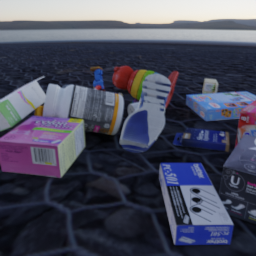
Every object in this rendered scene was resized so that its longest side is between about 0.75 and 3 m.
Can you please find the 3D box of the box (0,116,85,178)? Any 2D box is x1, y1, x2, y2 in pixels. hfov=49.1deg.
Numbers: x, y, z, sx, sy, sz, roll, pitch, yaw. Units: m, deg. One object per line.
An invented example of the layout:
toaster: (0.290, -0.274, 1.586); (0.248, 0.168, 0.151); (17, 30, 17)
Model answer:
box: (-2.339, 0.450, 7.942); (1.693, 0.931, 1.925); (4, 22, 11)

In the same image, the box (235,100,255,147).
box: (4.501, -0.094, 8.585); (1.390, 1.452, 2.912); (18, 29, 37)

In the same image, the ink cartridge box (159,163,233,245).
ink cartridge box: (1.312, 1.493, 5.964); (1.038, 0.488, 2.209); (0, 22, -1)

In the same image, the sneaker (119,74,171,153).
sneaker: (0.680, -0.231, 9.378); (1.171, 1.674, 2.899); (16, 56, 9)

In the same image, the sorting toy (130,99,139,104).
sorting toy: (0.594, -1.305, 13.105); (0.501, 0.504, 1.454); (-13, 8, 40)

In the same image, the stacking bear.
stacking bear: (0.602, -1.913, 12.248); (2.670, 1.621, 1.518); (21, 56, 10)

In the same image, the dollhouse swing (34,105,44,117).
dollhouse swing: (-2.724, -0.410, 9.815); (1.270, 1.154, 1.116); (0, -9, 4)

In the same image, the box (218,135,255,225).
box: (2.911, 1.065, 6.138); (1.316, 1.143, 1.992); (14, 26, 30)

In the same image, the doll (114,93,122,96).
doll: (-0.888, -1.584, 13.806); (1.210, 0.293, 0.826); (3, 26, -1)

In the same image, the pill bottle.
pill bottle: (-1.478, -0.639, 9.326); (2.452, 1.427, 1.427); (10, 20, -12)

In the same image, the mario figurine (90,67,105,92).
mario figurine: (-1.470, -1.813, 12.584); (0.922, 1.739, 1.074); (-8, 0, 45)

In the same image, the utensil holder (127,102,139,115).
utensil holder: (0.485, -0.686, 11.091); (0.820, 0.697, 0.697); (-14, 26, -25)

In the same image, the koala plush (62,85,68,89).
koala plush: (-2.625, -1.051, 11.940); (1.147, 1.054, 1.017); (35, 45, 22)

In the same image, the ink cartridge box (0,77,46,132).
ink cartridge box: (-3.815, -0.809, 9.693); (1.417, 0.815, 2.420); (-15, 24, 33)

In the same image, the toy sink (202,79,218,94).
toy sink: (4.115, -2.008, 14.179); (0.631, 0.734, 1.126); (7, 23, 8)

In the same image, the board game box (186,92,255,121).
board game box: (4.269, -0.985, 11.983); (2.958, 0.541, 2.237); (-3, 22, -8)

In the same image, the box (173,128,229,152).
box: (2.371, 0.345, 9.102); (1.711, 0.277, 1.037); (5, 23, 16)
